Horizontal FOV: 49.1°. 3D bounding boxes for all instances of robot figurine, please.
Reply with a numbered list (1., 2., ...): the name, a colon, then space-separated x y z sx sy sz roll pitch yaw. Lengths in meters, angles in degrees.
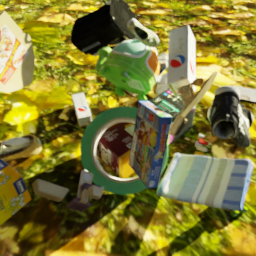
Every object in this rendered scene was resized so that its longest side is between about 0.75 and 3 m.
1. robot figurine: 1.868 -1.923 13.090 1.487 0.990 1.754 39 43 -16

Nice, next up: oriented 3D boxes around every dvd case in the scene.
1. dvd case: 5.670 -1.558 13.346 1.452 0.127 1.036 14 45 14

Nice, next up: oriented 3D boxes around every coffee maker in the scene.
1. coffee maker: -1.203 -4.404 11.950 2.586 2.484 1.742 -10 41 37

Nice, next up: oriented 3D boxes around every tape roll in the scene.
1. tape roll: -0.133 0.743 9.327 2.860 0.687 2.860 0 84 2

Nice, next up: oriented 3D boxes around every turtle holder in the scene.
1. turtle holder: 0.022 -2.284 10.611 2.613 1.985 1.855 8 66 57

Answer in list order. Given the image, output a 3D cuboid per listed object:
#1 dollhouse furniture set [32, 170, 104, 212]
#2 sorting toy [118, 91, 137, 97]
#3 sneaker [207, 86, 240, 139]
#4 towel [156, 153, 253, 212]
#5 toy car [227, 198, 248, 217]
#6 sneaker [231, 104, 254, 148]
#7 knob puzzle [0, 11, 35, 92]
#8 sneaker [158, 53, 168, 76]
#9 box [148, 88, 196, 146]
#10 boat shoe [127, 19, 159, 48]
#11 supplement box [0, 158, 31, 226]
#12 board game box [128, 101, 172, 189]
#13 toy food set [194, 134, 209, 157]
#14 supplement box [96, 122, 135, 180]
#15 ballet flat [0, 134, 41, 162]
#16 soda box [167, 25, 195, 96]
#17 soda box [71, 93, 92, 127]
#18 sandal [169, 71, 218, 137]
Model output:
1. dollhouse furniture set: -1.560 1.308 7.407 1.566 1.241 1.111 25 46 -22
2. sorting toy: 0.314 -2.026 13.735 1.964 0.267 1.106 -34 53 -30
3. sneaker: 2.706 -0.141 8.077 0.823 2.180 1.240 5 62 14
4. towel: 2.459 1.647 9.164 2.766 0.329 2.032 3 40 34
5. toy car: 3.413 2.229 8.828 0.678 0.859 0.706 -13 45 -14
6. sneaker: 4.675 -0.231 11.427 1.154 0.848 2.551 -4 42 0
7. knob puzzle: -4.075 -2.258 9.415 0.362 2.611 2.611 17 46 27
8. sneaker: 1.060 -2.314 11.352 0.627 1.666 0.734 31 48 -10
9. box: 1.452 -0.337 10.994 2.132 1.584 1.325 -33 53 -30
10. boat shoe: 0.505 -2.873 8.818 1.387 0.499 0.430 22 35 -42
11. supplement box: -4.481 2.281 8.391 1.391 1.382 2.539 28 50 26
12. board game box: 0.553 0.430 7.832 0.355 2.059 1.394 -1 22 -24
13. toy food set: 2.864 0.654 10.786 0.451 0.478 1.002 17 45 3
14. supplement box: -0.140 0.654 10.294 1.653 1.113 1.676 -31 52 -28
15. ballet flat: -4.702 0.790 10.220 2.922 0.921 1.003 -16 60 -16
16. soda box: 1.796 -2.270 9.413 0.732 0.784 2.301 -9 60 27
17. soda box: -2.038 -0.804 12.260 0.569 0.532 1.672 -13 45 -13
18. sandal: 1.669 -0.876 8.154 0.747 0.832 2.270 33 89 20
